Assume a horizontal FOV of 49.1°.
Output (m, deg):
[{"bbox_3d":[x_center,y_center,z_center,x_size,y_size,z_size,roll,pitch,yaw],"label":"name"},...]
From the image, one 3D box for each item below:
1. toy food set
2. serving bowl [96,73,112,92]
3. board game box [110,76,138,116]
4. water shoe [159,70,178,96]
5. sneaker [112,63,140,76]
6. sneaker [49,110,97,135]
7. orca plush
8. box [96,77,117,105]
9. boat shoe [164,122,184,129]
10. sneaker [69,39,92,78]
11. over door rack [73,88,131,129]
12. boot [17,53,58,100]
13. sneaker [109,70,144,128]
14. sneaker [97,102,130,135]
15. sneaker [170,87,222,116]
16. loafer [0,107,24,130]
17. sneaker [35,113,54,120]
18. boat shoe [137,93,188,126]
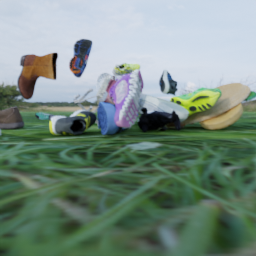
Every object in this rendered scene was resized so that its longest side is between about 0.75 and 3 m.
[{"bbox_3d":[3.150,-0.805,10.316,2.922,0.718,2.952,-37,15,-32],"label":"toy food set"},{"bbox_3d":[-0.939,-1.914,12.444,1.044,1.044,0.343,3,4,40],"label":"serving bowl"},{"bbox_3d":[-0.320,-1.103,10.979,1.171,1.468,0.711,20,-38,-38],"label":"board game box"},{"bbox_3d":[1.449,-1.572,10.011,0.577,0.522,1.461,18,37,-8],"label":"water shoe"},{"bbox_3d":[-0.015,-1.818,8.588,0.930,0.351,0.355,-18,-20,-24],"label":"sneaker"},{"bbox_3d":[-1.361,-0.076,7.817,0.737,0.649,1.743,9,17,30],"label":"sneaker"},{"bbox_3d":[0.760,-0.032,8.249,1.906,0.678,1.003,12,-33,52],"label":"orca plush"},{"bbox_3d":[-0.349,-1.058,9.650,1.282,0.820,0.698,23,-21,8],"label":"box"},{"bbox_3d":[1.513,-0.193,9.675,0.471,0.459,1.244,0,4,-18],"label":"boat shoe"},{"bbox_3d":[-1.437,-2.124,8.481,0.533,1.416,0.555,15,-26,4],"label":"sneaker"},{"bbox_3d":[-0.832,-0.681,9.795,2.059,0.686,1.521,3,-36,52],"label":"over door rack"},{"bbox_3d":[-2.934,-1.685,9.374,1.690,1.591,0.579,9,2,34],"label":"boot"},{"bbox_3d":[-0.134,-0.710,6.924,0.762,1.723,0.693,0,-38,18],"label":"sneaker"},{"bbox_3d":[-0.333,-0.318,8.261,1.042,0.938,2.674,-5,5,-9],"label":"sneaker"},{"bbox_3d":[2.211,-0.857,9.292,0.884,0.783,2.115,-26,11,-29],"label":"sneaker"},{"bbox_3d":[-4.824,-0.400,9.659,2.470,0.877,0.902,0,4,-2],"label":"loafer"},{"bbox_3d":[-5.042,-0.648,17.028,1.170,0.435,0.512,10,-7,-6],"label":"sneaker"},{"bbox_3d":[1.038,-0.463,9.382,0.963,0.983,2.759,12,11,-24],"label":"boat shoe"}]
